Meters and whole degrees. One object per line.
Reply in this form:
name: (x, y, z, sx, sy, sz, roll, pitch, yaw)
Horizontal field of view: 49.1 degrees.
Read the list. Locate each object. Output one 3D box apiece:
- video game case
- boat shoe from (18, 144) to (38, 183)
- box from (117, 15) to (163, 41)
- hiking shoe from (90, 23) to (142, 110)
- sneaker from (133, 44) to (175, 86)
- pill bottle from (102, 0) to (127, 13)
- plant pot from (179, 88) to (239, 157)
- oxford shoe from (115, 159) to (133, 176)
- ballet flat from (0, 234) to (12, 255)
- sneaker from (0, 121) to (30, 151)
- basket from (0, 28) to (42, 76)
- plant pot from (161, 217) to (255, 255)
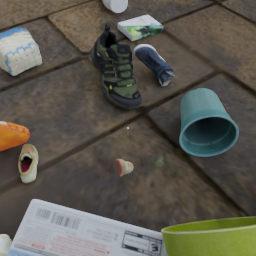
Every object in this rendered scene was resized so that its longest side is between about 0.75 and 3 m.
video game case: (-0.810, 2.821, 4.779, 2.891, 0.342, 2.631, 14, 54, 2)
boat shoe: (-2.420, 0.767, 6.767, 0.428, 0.384, 1.157, -13, 46, -10)
box: (0.468, -3.806, 10.595, 1.434, 0.261, 1.035, -26, 55, -22)
hiking shoe: (-0.316, -1.721, 7.992, 0.958, 1.273, 2.529, -20, 70, -28)
sneaker: (0.836, -1.865, 8.434, 1.450, 0.551, 1.047, 22, 37, -42)
pill bottle: (-0.654, -5.573, 11.590, 1.026, 1.026, 1.968, -14, 52, -12)
plant pot: (1.903, -0.226, 7.088, 1.371, 1.371, 1.342, 0, 43, 0)
oxford shoe: (-0.067, 0.812, 6.038, 0.344, 0.931, 0.330, -18, 77, -6)
ballet flat: (-2.682, 2.203, 5.434, 1.795, 0.623, 0.623, 28, 56, 20)
sneaker: (-3.750, 0.555, 6.721, 2.857, 1.043, 1.102, -13, 62, 0)
basket: (-3.730, -2.540, 8.975, 1.508, 1.190, 1.711, -32, 66, -25)
plant pot: (1.638, 2.595, 4.418, 1.946, 1.946, 2.080, -6, 74, -5)
